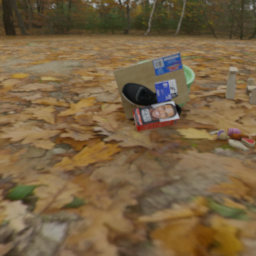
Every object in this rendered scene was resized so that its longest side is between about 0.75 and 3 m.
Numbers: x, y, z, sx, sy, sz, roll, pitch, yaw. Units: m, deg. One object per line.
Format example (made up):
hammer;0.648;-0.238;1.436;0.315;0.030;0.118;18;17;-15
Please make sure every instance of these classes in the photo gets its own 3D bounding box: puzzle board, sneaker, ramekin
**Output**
puzzle board;0.990;-1.686;11.350;2.749;2.071;0.239;-16;19;-1
sneaker;0.954;-1.121;10.604;2.392;0.906;1.047;26;-16;-14
ramekin;1.545;-1.973;13.058;2.857;1.395;2.857;2;36;-1

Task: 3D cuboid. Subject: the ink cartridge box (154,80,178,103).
ink cartridge box;1.349;-1.300;9.761;0.306;0.650;1.383;-8;8;29

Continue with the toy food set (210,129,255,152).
toy food set;3.717;0.302;9.765;1.034;0.256;1.627;-14;26;-30

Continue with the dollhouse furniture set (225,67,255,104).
dollhouse furniture set;6.209;-2.196;14.163;2.260;1.470;2.076;6;24;15

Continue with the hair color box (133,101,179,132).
hair color box;0.721;-0.306;7.387;1.099;0.336;0.558;-12;65;-5
